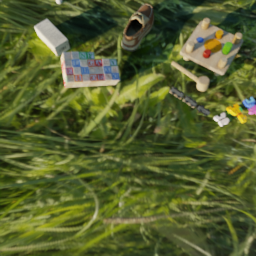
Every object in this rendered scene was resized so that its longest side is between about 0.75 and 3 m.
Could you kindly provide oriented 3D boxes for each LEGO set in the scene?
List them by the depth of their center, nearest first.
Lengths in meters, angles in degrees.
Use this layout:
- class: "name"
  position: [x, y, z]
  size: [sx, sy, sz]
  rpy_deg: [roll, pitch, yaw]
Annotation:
- class: "LEGO set"
  position: [4.082, -0.499, 10.092]
  size: [1.739, 0.663, 0.714]
  rpy_deg: [-23, 69, -8]

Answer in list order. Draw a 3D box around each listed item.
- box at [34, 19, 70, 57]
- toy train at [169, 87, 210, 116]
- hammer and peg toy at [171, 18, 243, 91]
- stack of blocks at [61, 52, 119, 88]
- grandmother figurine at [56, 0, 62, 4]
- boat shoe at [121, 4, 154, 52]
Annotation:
- class: "box"
  position: [-3.117, -3.710, 11.497]
  size: [0.689, 0.564, 1.450]
  rpy_deg: [-38, 72, -15]
- class: "toy train"
  position: [1.908, -0.840, 8.742]
  size: [1.474, 0.338, 0.251]
  rpy_deg: [33, 101, -3]
- class: "hammer and peg toy"
  position: [3.056, -2.913, 10.942]
  size: [2.002, 0.960, 2.722]
  rpy_deg: [31, 70, 12]
- class: "stack of blocks"
  position: [-1.405, -2.167, 10.389]
  size: [1.979, 0.580, 1.140]
  rpy_deg: [-6, 81, -22]
- class: "grandmother figurine"
  position: [-3.193, -6.053, 12.656]
  size: [0.642, 0.320, 1.058]
  rpy_deg: [-23, 70, 18]
- class: "boat shoe"
  position: [0.457, -4.269, 11.561]
  size: [0.903, 0.881, 2.387]
  rpy_deg: [20, 68, 8]
